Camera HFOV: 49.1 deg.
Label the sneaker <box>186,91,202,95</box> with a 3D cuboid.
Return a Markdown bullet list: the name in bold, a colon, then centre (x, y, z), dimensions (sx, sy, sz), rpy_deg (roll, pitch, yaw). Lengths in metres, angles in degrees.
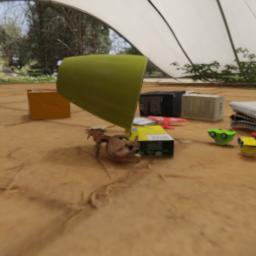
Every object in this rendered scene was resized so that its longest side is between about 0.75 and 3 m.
- **sneaker**: centre (3.381, -1.512, 16.650), dimensions (2.619, 0.975, 1.108), rpy_deg (-12, 21, -13)

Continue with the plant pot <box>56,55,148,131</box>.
- **plant pot**: centre (-0.813, -1.259, 8.328), dimensions (2.391, 2.238, 2.238), rpy_deg (13, 13, 1)

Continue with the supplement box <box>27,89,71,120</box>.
- **supplement box**: centre (-4.040, -1.262, 14.165), dimensions (1.930, 1.299, 1.956), rpy_deg (-5, 13, -22)

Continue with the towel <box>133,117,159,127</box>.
- **towel**: centre (0.504, -0.251, 12.159), dimensions (1.434, 0.171, 1.053), rpy_deg (9, 17, 44)

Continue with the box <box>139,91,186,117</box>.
- **box**: centre (1.789, -1.285, 14.390), dimensions (1.881, 1.186, 1.914), rpy_deg (1, 11, 30)

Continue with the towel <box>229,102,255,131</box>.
- **towel**: centre (5.330, -0.339, 10.607), dimensions (2.436, 1.042, 2.017), rpy_deg (-1, 13, -13)

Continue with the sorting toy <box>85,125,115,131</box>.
- **sorting toy**: centre (-1.026, 0.024, 10.626), dimensions (1.010, 0.135, 0.753), rpy_deg (-5, 6, 17)

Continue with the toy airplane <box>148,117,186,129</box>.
- **toy airplane**: centre (1.617, -0.218, 11.668), dimensions (1.612, 0.296, 1.612), rpy_deg (3, 13, -1)

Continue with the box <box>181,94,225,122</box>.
- **box**: centre (3.526, -0.992, 13.289), dimensions (1.779, 1.137, 0.969), rpy_deg (11, 16, 41)

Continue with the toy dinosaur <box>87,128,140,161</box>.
- **toy dinosaur**: centre (-0.357, 0.530, 7.294), dimensions (1.121, 0.710, 1.655), rpy_deg (-7, 19, -25)

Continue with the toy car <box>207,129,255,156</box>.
- **toy car**: centre (3.339, 0.375, 8.517), dimensions (1.930, 0.457, 2.051), rpy_deg (11, 16, 44)

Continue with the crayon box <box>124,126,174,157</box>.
- **crayon box**: centre (0.554, 0.356, 8.450), dimensions (1.253, 0.501, 1.973), rpy_deg (-1, 13, -4)

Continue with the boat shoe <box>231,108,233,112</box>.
- **boat shoe**: centre (5.892, -0.792, 13.777), dimensions (1.764, 0.546, 0.661), rpy_deg (-2, 10, -20)
